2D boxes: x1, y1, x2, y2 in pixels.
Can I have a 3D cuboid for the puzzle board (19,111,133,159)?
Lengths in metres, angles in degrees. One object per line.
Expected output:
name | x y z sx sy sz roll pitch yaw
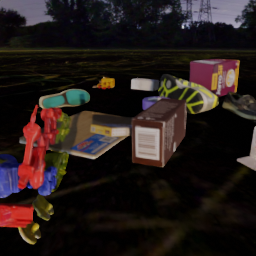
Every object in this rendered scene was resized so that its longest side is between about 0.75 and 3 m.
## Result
puzzle board | -0.962 0.101 6.846 1.953 0.225 2.591 10 21 23

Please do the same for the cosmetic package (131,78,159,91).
cosmetic package | 0.762 -1.966 12.681 1.112 0.451 0.627 8 18 25

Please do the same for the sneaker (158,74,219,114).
sneaker | 1.964 -1.146 9.679 1.021 1.007 2.671 -1 28 -27

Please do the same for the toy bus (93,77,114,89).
toy bus | -1.088 -2.131 13.138 0.930 0.480 0.877 -12 22 -32

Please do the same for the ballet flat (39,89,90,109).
ballet flat | -2.210 -0.991 9.666 1.755 0.610 0.610 -11 22 -30

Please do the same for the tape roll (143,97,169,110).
tape roll | 0.975 -0.798 9.400 0.963 0.316 0.963 0 19 0

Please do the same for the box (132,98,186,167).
box | 0.719 0.020 5.939 0.692 0.925 1.847 6 21 21

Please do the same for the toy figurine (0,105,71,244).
toy figurine | -1.646 0.366 3.512 1.519 1.337 2.535 3 3 -5

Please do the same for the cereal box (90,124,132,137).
cereal box | -0.208 0.041 6.040 0.996 0.197 0.716 -2 8 -43

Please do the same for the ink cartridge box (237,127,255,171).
ink cartridge box | 3.226 0.368 5.335 1.983 0.673 1.150 -9 20 -24

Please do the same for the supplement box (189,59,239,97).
supplement box | 3.549 -2.075 11.524 2.124 1.391 1.096 -17 25 -40

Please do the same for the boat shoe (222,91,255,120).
boat shoe | 3.625 -0.720 8.679 0.671 0.617 1.879 -6 19 -18
